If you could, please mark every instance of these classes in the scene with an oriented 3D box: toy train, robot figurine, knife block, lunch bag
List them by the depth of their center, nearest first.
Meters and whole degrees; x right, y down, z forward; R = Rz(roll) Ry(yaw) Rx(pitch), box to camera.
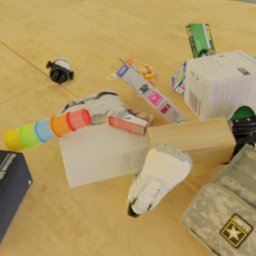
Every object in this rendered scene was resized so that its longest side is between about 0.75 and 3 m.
[{"bbox_3d":[2.846,2.050,6.623,2.676,1.573,2.194,-38,58,-23],"label":"lunch bag"},{"bbox_3d":[2.287,0.279,7.598,2.855,2.506,0.913,23,42,-34],"label":"knife block"},{"bbox_3d":[0.325,-2.261,12.011,2.342,0.651,1.759,25,47,23],"label":"toy train"},{"bbox_3d":[-2.931,-2.464,12.089,0.853,1.027,1.366,-17,41,12],"label":"robot figurine"}]

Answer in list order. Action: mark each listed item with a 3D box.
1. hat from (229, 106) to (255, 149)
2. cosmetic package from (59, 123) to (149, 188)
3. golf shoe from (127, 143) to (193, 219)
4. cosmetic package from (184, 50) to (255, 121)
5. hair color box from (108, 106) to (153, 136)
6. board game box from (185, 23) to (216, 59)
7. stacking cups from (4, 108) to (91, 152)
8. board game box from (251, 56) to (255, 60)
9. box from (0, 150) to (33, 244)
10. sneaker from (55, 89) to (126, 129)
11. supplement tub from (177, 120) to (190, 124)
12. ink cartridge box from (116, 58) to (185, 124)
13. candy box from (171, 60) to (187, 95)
[{"bbox_3d":[3.027,0.042,8.738,1.407,1.324,1.598,3,76,-15],"label":"hat"},{"bbox_3d":[-0.649,0.675,8.433,2.617,1.110,1.408,-12,44,-12],"label":"cosmetic package"},{"bbox_3d":[0.626,1.402,6.587,1.082,2.765,1.344,26,57,4],"label":"golf shoe"},{"bbox_3d":[3.350,-1.430,9.846,2.158,1.780,1.779,-14,39,-10],"label":"cosmetic package"},{"bbox_3d":[0.083,-0.224,8.328,1.190,0.380,0.660,17,37,22],"label":"hair color box"},{"bbox_3d":[3.083,-2.910,11.263,1.342,2.562,0.301,-16,3,-37],"label":"board game box"},{"bbox_3d":[-2.293,0.060,7.969,2.529,0.765,0.765,-18,39,17],"label":"stacking cups"},{"bbox_3d":[5.235,-1.845,11.523,2.206,0.686,2.922,-14,44,-14],"label":"board game box"},{"bbox_3d":[-4.061,1.713,7.125,2.314,1.359,2.276,7,43,5],"label":"box"},{"bbox_3d":[-1.127,-0.361,9.642,2.694,1.012,1.549,-29,49,-28],"label":"sneaker"},{"bbox_3d":[1.853,0.120,9.027,0.678,0.678,1.106,6,9,7],"label":"supplement tub"},{"bbox_3d":[0.673,-1.303,10.084,0.598,1.701,2.851,-47,56,9],"label":"ink cartridge box"},{"bbox_3d":[2.239,-2.055,11.341,0.451,0.990,1.171,29,33,-15],"label":"candy box"}]
